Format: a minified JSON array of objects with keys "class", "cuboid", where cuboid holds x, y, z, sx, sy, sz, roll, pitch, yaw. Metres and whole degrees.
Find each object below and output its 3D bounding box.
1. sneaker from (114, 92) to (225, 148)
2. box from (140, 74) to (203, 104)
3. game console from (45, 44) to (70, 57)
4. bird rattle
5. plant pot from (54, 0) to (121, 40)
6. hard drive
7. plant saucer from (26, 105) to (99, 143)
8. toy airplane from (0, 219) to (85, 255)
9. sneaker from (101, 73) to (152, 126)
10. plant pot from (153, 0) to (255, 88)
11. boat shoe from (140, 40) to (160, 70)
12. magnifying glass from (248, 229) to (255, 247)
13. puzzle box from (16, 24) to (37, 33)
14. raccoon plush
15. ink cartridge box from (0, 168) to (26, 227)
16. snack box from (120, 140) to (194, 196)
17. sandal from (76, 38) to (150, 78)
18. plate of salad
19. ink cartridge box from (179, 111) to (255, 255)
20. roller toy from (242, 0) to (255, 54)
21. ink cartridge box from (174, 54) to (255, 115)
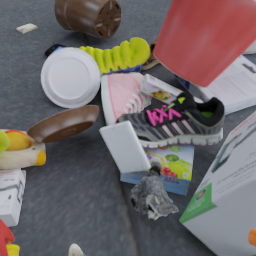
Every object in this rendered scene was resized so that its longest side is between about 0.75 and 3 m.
[{"class":"sneaker","cuboid":[1.022,-0.266,6.349,2.684,1.174,0.990,1,36,-11]},{"class":"box","cuboid":[1.272,-0.911,8.036,2.000,0.387,0.414,21,43,-20]},{"class":"game console","cuboid":[-1.994,-2.580,10.573,2.800,0.337,1.651,22,47,22]},{"class":"bird rattle","cuboid":[-3.112,0.515,6.675,2.119,1.464,2.599,3,10,-30]},{"class":"plant pot","cuboid":[-1.559,-4.808,11.650,2.099,2.121,2.121,32,51,26]},{"class":"hard drive","cuboid":[-0.063,0.423,5.778,0.717,1.087,0.143,-14,21,33]},{"class":"plant saucer","cuboid":[-1.479,-0.024,6.694,1.799,1.799,0.329,-21,82,-21]},{"class":"toy airplane","cuboid":[-1.652,2.698,4.054,2.503,1.766,2.492,19,84,8]},{"class":"sneaker","cuboid":[0.038,-0.723,7.974,1.510,1.087,2.889,-8,39,-1]},{"class":"plant pot","cuboid":[2.123,-2.644,7.866,2.726,2.412,2.726,26,26,-13]},{"class":"boat shoe","cuboid":[1.106,-2.855,10.365,1.977,0.712,0.713,-33,70,-27]},{"class":"magnifying glass","cuboid":[1.800,1.220,2.415,1.461,0.581,0.164,11,43,44]},{"class":"puzzle box","cuboid":[-4.697,-4.621,12.982,0.509,0.097,0.764,31,51,29]},{"class":"raccoon plush","cuboid":[0.548,1.085,5.377,0.669,0.926,1.383,17,64,-24]},{"class":"ink cartridge box","cuboid":[-2.789,1.394,6.120,0.849,0.496,1.463,-5,43,-6]},{"class":"snack box","cuboid":[0.788,0.572,6.899,1.584,0.635,1.878,10,43,8]},{"class":"sandal","cuboid":[-0.706,-2.070,9.354,2.967,1.292,1.179,-4,77,9]},{"class":"plate of salad","cuboid":[-1.747,-1.514,8.592,1.812,1.812,0.435,2,8,2]},{"class":"ink cartridge box","cuboid":[2.562,0.765,5.308,1.260,2.188,2.998,40,51,5]},{"class":"roller toy","cuboid":[4.682,-4.266,11.381,2.262,1.733,2.480,-1,42,-1]},{"class":"ink cartridge box","cuboid":[3.185,-1.555,9.223,2.494,0.506,2.489,-17,47,-14]}]
